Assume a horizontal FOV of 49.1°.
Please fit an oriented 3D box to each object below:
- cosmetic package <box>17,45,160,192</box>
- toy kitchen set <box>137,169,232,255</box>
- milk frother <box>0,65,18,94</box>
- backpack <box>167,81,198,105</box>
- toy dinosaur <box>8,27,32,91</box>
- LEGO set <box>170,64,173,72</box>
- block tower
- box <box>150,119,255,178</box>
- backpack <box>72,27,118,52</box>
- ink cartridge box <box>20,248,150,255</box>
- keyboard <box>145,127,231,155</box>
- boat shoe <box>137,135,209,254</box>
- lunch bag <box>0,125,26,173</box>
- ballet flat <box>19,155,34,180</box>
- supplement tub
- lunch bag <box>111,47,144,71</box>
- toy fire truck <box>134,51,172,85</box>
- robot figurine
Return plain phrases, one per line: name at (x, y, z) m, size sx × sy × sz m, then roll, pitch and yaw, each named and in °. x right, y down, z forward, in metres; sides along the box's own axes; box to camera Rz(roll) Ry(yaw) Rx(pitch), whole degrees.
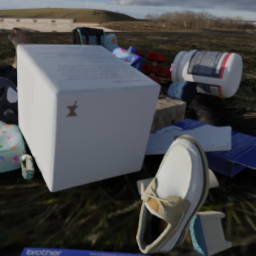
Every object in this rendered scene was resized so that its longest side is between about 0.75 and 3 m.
cosmetic package at (-1.035, -0.413, 6.064) m, size 2.114 × 2.102 × 2.527 m, roll -8°, pitch 35°, yaw -31°
toy kitchen set at (0.831, 1.386, 4.700) m, size 0.894 × 1.215 × 1.517 m, roll -7°, pitch -12°, yaw -12°
milk frother at (-4.900, -1.513, 8.372) m, size 2.461 × 2.616 × 2.361 m, roll 10°, pitch 68°, yaw 23°
backpack at (1.951, -1.305, 10.338) m, size 0.832 × 0.883 × 1.083 m, roll 19°, pitch 0°, yaw -10°
toy dinosaur at (-3.494, -2.028, 10.150) m, size 1.182 × 2.755 × 1.867 m, roll 20°, pitch 65°, yaw 9°
LEGO set at (2.666, -2.911, 14.304) m, size 0.766 × 0.824 × 2.007 m, roll -18°, pitch 29°, yaw -34°
block tower at (0.481, -0.283, 8.264) m, size 2.632 × 0.761 × 0.711 m, roll -12°, pitch 27°, yaw -31°
box at (2.090, 0.429, 6.800) m, size 1.673 × 0.448 × 2.762 m, roll -18°, pitch 25°, yaw -39°
backpack at (-1.462, -2.929, 12.212) m, size 1.987 × 2.592 × 2.279 m, roll 0°, pitch 15°, yaw -19°
ink cartridge box at (-0.583, 2.208, 2.316) m, size 1.748 × 0.615 × 2.929 m, roll 1°, pitch 17°, yaw 1°
keyboard at (1.156, 0.309, 6.343) m, size 2.232 × 0.119 × 0.628 m, roll -6°, pitch 41°, yaw 27°
boat shoe at (0.501, 0.896, 3.400) m, size 0.566 × 1.654 × 0.618 m, roll -11°, pitch 29°, yaw -35°
lunch bag at (-3.134, 0.486, 6.581) m, size 1.298 × 0.624 × 1.618 m, roll -14°, pitch 26°, yaw -22°
ballet flat at (-2.052, 0.721, 5.732) m, size 0.282 × 0.282 × 0.761 m, roll -11°, pitch 38°, yaw -24°
supplement tub at (3.274, -2.299, 11.685) m, size 2.490 × 1.747 × 1.747 m, roll 16°, pitch 28°, yaw 33°
lunch bag at (-0.419, -2.033, 10.209) m, size 0.977 × 2.078 × 1.564 m, roll 27°, pitch 8°, yaw -40°
toy fire truck at (0.910, -2.710, 13.515) m, size 2.522 × 1.414 × 2.118 m, roll 11°, pitch 2°, yaw 23°
robot figurine at (-3.247, -0.460, 7.647) m, size 1.008 × 1.616 × 1.214 m, roll -27°, pitch 39°, yaw 23°
